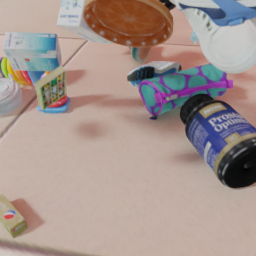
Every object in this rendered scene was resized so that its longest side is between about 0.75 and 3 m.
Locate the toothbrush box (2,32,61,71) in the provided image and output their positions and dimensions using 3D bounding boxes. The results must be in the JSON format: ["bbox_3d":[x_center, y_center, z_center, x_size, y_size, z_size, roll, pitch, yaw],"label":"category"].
[{"bbox_3d":[-2.440,-1.954,7.267,1.276,0.934,0.544,2,67,-6],"label":"toothbrush box"}]

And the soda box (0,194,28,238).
[{"bbox_3d":[-2.410,1.738,5.604,0.936,0.300,0.317,30,46,34],"label":"soda box"}]

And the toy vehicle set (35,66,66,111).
[{"bbox_3d":[-1.240,-0.624,4.546,0.108,0.817,0.508,45,67,7],"label":"toy vehicle set"}]

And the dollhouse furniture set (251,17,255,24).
[{"bbox_3d":[3.460,-2.874,6.132,1.535,0.795,0.679,-37,73,-21],"label":"dollhouse furniture set"}]

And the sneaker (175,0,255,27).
[{"bbox_3d":[0.954,-1.087,2.232,1.267,0.521,0.468,17,56,9],"label":"sneaker"}]

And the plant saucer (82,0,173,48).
[{"bbox_3d":[0.012,-2.462,6.372,2.061,2.061,0.333,9,80,12],"label":"plant saucer"}]

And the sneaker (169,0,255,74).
[{"bbox_3d":[1.276,-2.071,4.951,1.492,0.951,2.581,28,31,-34],"label":"sneaker"}]

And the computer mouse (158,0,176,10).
[{"bbox_3d":[0.645,-3.828,7.307,2.153,0.472,1.180,15,-19,-37],"label":"computer mouse"}]

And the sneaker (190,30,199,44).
[{"bbox_3d":[2.354,-3.187,9.485,0.417,1.018,0.376,46,77,-1],"label":"sneaker"}]

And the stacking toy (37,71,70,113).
[{"bbox_3d":[-2.409,-1.381,8.734,0.971,1.673,0.918,0,36,-1],"label":"stacking toy"}]

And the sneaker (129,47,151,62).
[{"bbox_3d":[0.412,-3.561,12.544,0.952,0.851,2.383,6,30,13],"label":"sneaker"}]

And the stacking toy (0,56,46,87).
[{"bbox_3d":[-4.295,-2.203,10.442,2.571,1.411,1.492,-4,37,15],"label":"stacking toy"}]

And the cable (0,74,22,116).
[{"bbox_3d":[-4.426,-1.009,9.116,1.860,0.644,1.860,-22,43,-26],"label":"cable"}]

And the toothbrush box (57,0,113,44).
[{"bbox_3d":[-1.142,-4.256,9.234,1.048,2.457,1.799,16,5,32],"label":"toothbrush box"}]

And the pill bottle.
[{"bbox_3d":[2.247,0.171,6.868,1.367,1.367,2.444,-10,37,-13],"label":"pill bottle"}]

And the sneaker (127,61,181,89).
[{"bbox_3d":[0.819,-2.034,10.476,2.400,0.900,1.040,-17,32,-36],"label":"sneaker"}]

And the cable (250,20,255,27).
[{"bbox_3d":[4.176,-3.379,7.866,2.575,2.575,0.892,5,73,38],"label":"cable"}]

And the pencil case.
[{"bbox_3d":[1.815,-1.244,8.944,2.855,1.215,1.319,-18,24,-23],"label":"pencil case"}]
